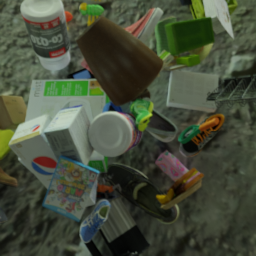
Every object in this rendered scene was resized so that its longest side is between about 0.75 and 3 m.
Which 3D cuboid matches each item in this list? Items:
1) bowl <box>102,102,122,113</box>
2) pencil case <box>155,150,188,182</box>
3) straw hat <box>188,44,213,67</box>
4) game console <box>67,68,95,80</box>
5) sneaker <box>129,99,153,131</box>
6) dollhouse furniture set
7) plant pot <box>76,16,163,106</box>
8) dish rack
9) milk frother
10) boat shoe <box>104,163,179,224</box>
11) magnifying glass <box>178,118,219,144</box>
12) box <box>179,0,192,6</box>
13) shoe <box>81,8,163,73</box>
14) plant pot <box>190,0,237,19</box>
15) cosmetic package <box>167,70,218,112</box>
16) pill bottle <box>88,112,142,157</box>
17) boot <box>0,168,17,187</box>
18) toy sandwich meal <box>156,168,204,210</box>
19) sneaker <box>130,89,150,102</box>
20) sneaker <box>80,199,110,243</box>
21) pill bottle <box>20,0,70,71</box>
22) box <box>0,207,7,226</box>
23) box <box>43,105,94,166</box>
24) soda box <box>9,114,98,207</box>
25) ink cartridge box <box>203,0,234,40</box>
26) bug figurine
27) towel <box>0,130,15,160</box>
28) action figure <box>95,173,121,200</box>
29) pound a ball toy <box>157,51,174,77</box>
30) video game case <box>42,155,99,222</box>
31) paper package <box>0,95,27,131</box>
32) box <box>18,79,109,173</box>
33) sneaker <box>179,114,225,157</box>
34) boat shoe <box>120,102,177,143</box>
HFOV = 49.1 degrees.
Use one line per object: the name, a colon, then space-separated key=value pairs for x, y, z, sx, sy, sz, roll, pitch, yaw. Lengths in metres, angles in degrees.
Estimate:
bowl: x=-0.399 y=-0.188 z=7.835 sx=0.219 sy=1.116 sz=1.116 roll=-9 pitch=71 yaw=22
pencil case: x=1.438 y=1.279 z=8.292 sx=0.582 sy=0.582 sz=1.331 roll=-44 pitch=76 yaw=-12
straw hat: x=2.011 y=-2.427 z=8.401 sx=0.470 sy=1.111 sz=1.111 roll=23 pitch=72 yaw=-19
game console: x=-1.180 y=-1.813 z=9.461 sx=1.723 sy=0.208 sz=1.016 roll=-24 pitch=74 yaw=-7
sneaker: x=0.269 y=-0.330 z=6.597 sx=0.546 sy=1.306 sz=0.484 roll=23 pitch=114 yaw=-4
dollhouse furniture set: x=1.132 y=-2.431 z=8.123 sx=1.154 sy=2.989 sz=1.494 roll=-18 pitch=106 yaw=-15
plant pot: x=-0.344 y=-1.786 z=6.995 sx=1.831 sy=1.712 sz=1.712 roll=45 pitch=75 yaw=-22
dish rack: x=3.285 y=-0.991 z=7.826 sx=1.821 sy=2.374 sz=0.648 roll=-3 pitch=111 yaw=36
milk frother: x=-0.312 y=2.668 z=7.147 sx=1.502 sy=1.664 sz=1.565 roll=-25 pitch=71 yaw=-32
boat shoe: x=0.333 y=1.740 z=7.870 sx=2.505 sy=0.823 sz=0.895 roll=34 pitch=78 yaw=20
magnifying glass: x=1.805 y=0.052 z=7.332 sx=0.167 sy=1.489 sz=0.593 roll=42 pitch=60 yaw=-9
box: x=2.264 y=-6.116 z=9.683 sx=1.418 sy=2.376 sz=2.416 roll=-18 pitch=73 yaw=-6
shoe: x=-0.233 y=-2.695 z=8.616 sx=1.289 sy=1.013 sz=2.834 roll=36 pitch=104 yaw=-7
plant pot: x=2.863 y=-4.226 z=9.746 sx=1.241 sy=1.127 sz=1.235 roll=-13 pitch=73 yaw=-4
cosmetic package: x=2.110 y=-1.206 z=9.160 sx=1.561 sy=0.403 sz=1.177 roll=8 pitch=70 yaw=3
pill bottle: x=-0.193 y=0.107 z=6.724 sx=0.975 sy=1.750 sz=0.975 roll=1 pitch=93 yaw=14
boot: x=-4.046 y=1.159 z=8.279 sx=1.951 sy=0.718 sz=0.736 roll=23 pitch=69 yaw=10
toy sandwich meal: x=1.242 y=1.502 z=6.865 sx=1.344 sy=1.344 sz=0.460 roll=-32 pitch=76 yaw=-10
sneaker: x=0.250 y=-0.834 z=7.962 sx=0.818 sy=0.309 sz=0.288 roll=-17 pitch=26 yaw=27
sneaker: x=-0.811 y=2.274 z=6.864 sx=0.428 sy=0.435 sz=1.130 roll=34 pitch=73 yaw=-15
pill bottle: x=-2.381 y=-2.788 z=8.452 sx=1.159 sy=2.034 sz=1.159 roll=1 pitch=57 yaw=-1
box: x=-4.815 y=2.038 z=7.657 sx=2.189 sy=0.667 sz=2.716 roll=-38 pitch=75 yaw=9
box: x=-1.178 y=0.193 z=5.993 sx=0.564 sy=0.989 sz=1.075 roll=-10 pitch=27 yaw=15
soda box: x=-1.633 y=0.897 z=6.581 sx=0.825 sy=2.422 sz=0.771 roll=-19 pitch=34 yaw=14
ink cartridge box: x=2.479 y=-3.232 z=7.795 sx=0.313 sy=1.235 sz=1.402 roll=-18 pitch=63 yaw=35
bug figurine: x=-1.853 y=-4.756 z=10.146 sx=2.075 sy=0.689 sz=2.676 roll=4 pitch=72 yaw=1
towel: x=-4.910 y=0.044 z=8.638 sx=2.983 sy=0.269 sz=1.284 roll=29 pitch=55 yaw=9
action figure: x=-0.709 y=1.705 z=7.907 sx=1.115 sy=1.152 sz=0.603 roll=-24 pitch=62 yaw=38
pound a ball toy: x=0.969 y=-1.757 z=7.895 sx=0.752 sy=0.320 sz=0.491 roll=-46 pitch=44 yaw=2
video game case: x=-1.169 y=1.236 z=5.649 sx=0.842 sy=0.105 sz=1.177 roll=23 pitch=104 yaw=2
paper package: x=-3.454 y=-0.453 z=8.287 sx=0.518 sy=1.002 sz=0.955 roll=-24 pitch=88 yaw=15
box: x=-1.731 y=-0.050 z=8.233 sx=2.266 sy=1.241 sz=2.568 roll=0 pitch=64 yaw=0
sneaker: x=2.259 y=0.165 z=8.581 sx=1.791 sy=0.692 sz=0.701 roll=-44 pitch=79 yaw=-11
boat shoe: x=0.488 y=-0.355 z=8.711 sx=2.306 sy=0.739 sz=0.850 roll=33 pitch=75 yaw=10
